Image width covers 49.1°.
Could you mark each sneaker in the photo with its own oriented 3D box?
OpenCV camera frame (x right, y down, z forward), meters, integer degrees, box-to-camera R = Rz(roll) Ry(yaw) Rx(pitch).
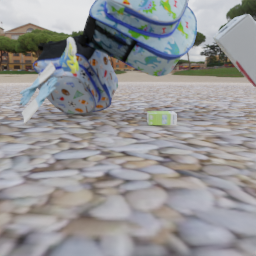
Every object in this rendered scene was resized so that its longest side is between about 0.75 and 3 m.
[{"bbox_3d":[-1.307,-1.522,5.958,0.401,0.763,0.289,-1,25,5],"label":"sneaker"}]

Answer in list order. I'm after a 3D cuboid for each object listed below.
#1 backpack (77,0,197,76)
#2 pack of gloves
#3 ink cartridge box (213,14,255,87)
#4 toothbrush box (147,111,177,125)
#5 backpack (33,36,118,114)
[{"bbox_3d":[0.503,-2.990,7.831,2.859,2.617,2.101,28,-29,-9],"label":"backpack"},{"bbox_3d":[-2.953,-1.206,8.888,0.344,1.743,1.464,34,17,-41],"label":"pack of gloves"},{"bbox_3d":[3.691,-2.477,8.834,1.036,1.823,2.501,-39,6,22],"label":"ink cartridge box"},{"bbox_3d":[1.033,-0.309,8.686,0.849,0.365,0.618,-1,11,-1],"label":"toothbrush box"},{"bbox_3d":[-1.766,-1.770,10.402,2.961,2.281,2.820,4,-27,32],"label":"backpack"}]
